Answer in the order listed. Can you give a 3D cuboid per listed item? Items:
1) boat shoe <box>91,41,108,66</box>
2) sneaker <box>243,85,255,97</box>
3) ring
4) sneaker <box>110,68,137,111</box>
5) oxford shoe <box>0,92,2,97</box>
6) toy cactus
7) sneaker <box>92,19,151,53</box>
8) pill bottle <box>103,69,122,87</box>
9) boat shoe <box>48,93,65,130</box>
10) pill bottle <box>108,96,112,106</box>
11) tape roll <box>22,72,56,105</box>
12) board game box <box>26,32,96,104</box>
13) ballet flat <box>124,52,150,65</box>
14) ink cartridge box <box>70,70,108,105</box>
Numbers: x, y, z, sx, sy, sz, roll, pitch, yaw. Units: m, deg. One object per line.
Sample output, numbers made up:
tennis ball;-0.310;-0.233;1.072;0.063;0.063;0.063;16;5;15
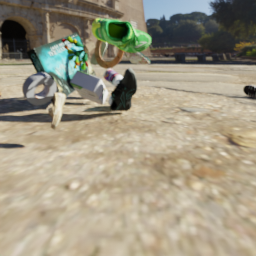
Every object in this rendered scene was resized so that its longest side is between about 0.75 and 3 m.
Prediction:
boat shoe;-1.241;-3.349;12.386;0.484;1.295;0.429;30;37;1
sneaker;5.879;-1.577;12.517;1.320;0.500;0.763;26;23;38
ring;-0.704;-3.058;10.821;1.576;1.576;0.151;12;8;38
sneaker;-0.157;-1.079;8.559;0.655;1.652;0.623;-11;51;-22
oxford shoe;-5.895;-1.398;10.856;0.947;0.947;2.656;2;13;12
toy cactus;-1.382;-2.242;8.188;0.879;1.065;0.545;-32;24;-8
sneaker;-0.086;-2.945;9.092;2.231;0.826;0.932;2;12;-37
pill bottle;-0.519;-1.906;10.901;0.486;0.486;0.872;-16;43;-45
boat shoe;-1.581;-0.368;6.015;0.288;0.832;0.307;17;-23;-23
pill bottle;-0.346;-0.984;9.904;0.572;0.572;1.021;2;13;6
tape roll;-2.680;-1.176;8.472;0.983;0.983;0.325;-15;46;-44
board game box;-2.364;-2.373;10.672;0.409;1.967;2.908;-12;23;28
ballet flat;0.234;-3.269;12.567;1.965;0.628;0.743;51;11;35
ink cartridge box;-1.164;-1.212;8.614;0.831;0.482;1.148;22;-11;12
